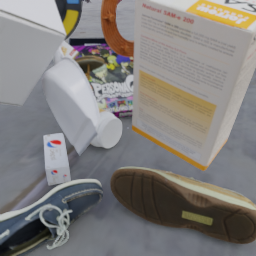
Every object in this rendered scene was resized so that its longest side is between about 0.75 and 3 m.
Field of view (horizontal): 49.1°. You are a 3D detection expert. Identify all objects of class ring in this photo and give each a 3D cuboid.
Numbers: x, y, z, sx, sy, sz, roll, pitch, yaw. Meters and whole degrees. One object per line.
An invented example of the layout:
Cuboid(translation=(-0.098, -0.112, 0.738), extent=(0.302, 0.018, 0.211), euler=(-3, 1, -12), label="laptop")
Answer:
Cuboid(translation=(0.344, -3.208, 7.675), extent=(2.626, 2.626, 0.252), euler=(-24, 45, -35), label="ring")

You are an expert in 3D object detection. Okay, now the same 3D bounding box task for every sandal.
Cuboid(translation=(-1.227, -1.191, 6.522), extent=(1.778, 0.480, 0.714), euler=(-18, -8, 33), label="sandal")

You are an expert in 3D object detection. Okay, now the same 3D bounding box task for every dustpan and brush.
Cuboid(translation=(-0.939, -0.704, 4.108), extent=(0.582, 1.419, 2.033), euler=(-33, 86, -26), label="dustpan and brush")

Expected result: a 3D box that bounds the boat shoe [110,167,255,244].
Cuboid(translation=(1.005, 1.287, 5.227), extent=(2.662, 0.954, 1.014), euler=(18, 20, 15), label="boat shoe")

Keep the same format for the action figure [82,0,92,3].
Cuboid(translation=(-1.103, -4.183, 8.204), extent=(1.376, 0.477, 0.895), euler=(-30, -4, 32), label="action figure")

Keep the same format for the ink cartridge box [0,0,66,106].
Cuboid(translation=(-1.975, -1.552, 3.650), extent=(1.457, 1.464, 1.996), euler=(6, 52, -43), label="ink cartridge box")

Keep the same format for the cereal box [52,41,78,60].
Cuboid(translation=(-1.791, -2.003, 7.355), extent=(0.795, 0.572, 0.157), euler=(38, -6, 2), label="cereal box")

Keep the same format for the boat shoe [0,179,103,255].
Cuboid(translation=(-1.367, 1.557, 4.631), extent=(2.255, 0.844, 0.697), euler=(-18, 33, -25), label="boat shoe")

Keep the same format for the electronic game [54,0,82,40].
Cuboid(translation=(-2.516, -3.221, 7.132), extent=(2.657, 2.657, 0.553), euler=(-5, 47, -9), label="electronic game")

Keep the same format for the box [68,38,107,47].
Cuboid(translation=(-1.290, -2.493, 10.610), extent=(1.694, 1.666, 1.050), euler=(0, 71, -1), label="box")

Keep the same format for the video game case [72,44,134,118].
Cuboid(translation=(-0.291, -1.579, 9.048), extent=(2.888, 0.517, 2.618), euler=(-7, 66, -13), label="video game case")

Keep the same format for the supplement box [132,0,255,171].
Cuboid(translation=(0.859, -0.657, 3.925), extent=(1.438, 2.283, 0.839), euler=(31, 53, 25), label="supplement box")

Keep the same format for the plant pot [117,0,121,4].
Cuboid(translation=(-0.615, -5.122, 9.723), extent=(1.091, 1.238, 1.237), euler=(-30, 54, 12), label="plant pot")

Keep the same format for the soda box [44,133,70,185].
Cuboid(translation=(-1.675, 0.679, 6.530), extent=(0.490, 0.458, 1.440), euler=(-8, 31, -14), label="soda box")

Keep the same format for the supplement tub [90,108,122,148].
Cuboid(translation=(-0.900, -0.072, 7.333), extent=(1.314, 0.951, 0.951), euler=(22, 37, 34), label="supplement tub")
